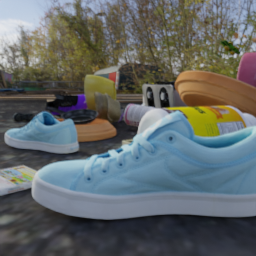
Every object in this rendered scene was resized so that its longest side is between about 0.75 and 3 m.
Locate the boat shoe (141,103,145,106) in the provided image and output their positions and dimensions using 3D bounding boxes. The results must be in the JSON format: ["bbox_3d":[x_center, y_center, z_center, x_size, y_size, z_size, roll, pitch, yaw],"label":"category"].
[{"bbox_3d":[1.298,-1.125,11.431,2.106,0.688,0.775,-30,58,-20],"label":"boat shoe"}]

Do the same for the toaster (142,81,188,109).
[{"bbox_3d":[2.083,-0.982,10.107,2.628,1.559,2.376,-8,13,-21],"label":"toaster"}]

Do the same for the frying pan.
[{"bbox_3d":[-1.697,-0.315,7.948,1.702,0.277,1.029,0,22,5],"label":"frying pan"}]

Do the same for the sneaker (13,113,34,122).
[{"bbox_3d":[-4.130,-0.436,11.201,0.544,0.363,0.949,-3,1,23],"label":"sneaker"}]

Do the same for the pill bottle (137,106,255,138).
[{"bbox_3d":[1.223,0.185,4.604,1.972,1.077,1.077,-4,9,-26],"label":"pill bottle"}]

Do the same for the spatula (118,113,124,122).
[{"bbox_3d":[-0.037,-0.484,11.302,0.145,0.399,1.411,37,27,19],"label":"spatula"}]

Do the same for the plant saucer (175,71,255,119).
[{"bbox_3d":[2.498,-0.467,7.003,2.952,0.476,2.952,27,-5,2],"label":"plant saucer"}]

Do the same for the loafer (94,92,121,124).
[{"bbox_3d":[-0.658,-0.666,9.438,0.799,0.901,2.370,-6,-6,-1],"label":"loafer"}]

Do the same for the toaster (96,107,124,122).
[{"bbox_3d":[-0.784,-0.571,11.346,0.898,0.589,0.993,6,10,34],"label":"toaster"}]

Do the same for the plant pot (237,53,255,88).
[{"bbox_3d":[5.871,-1.646,11.249,2.454,2.742,2.742,6,11,31],"label":"plant pot"}]

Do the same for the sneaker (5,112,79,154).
[{"bbox_3d":[-1.979,0.040,6.367,2.064,0.846,0.763,4,8,25],"label":"sneaker"}]

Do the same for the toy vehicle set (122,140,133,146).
[{"bbox_3d":[0.523,0.415,6.182,0.748,0.159,1.203,-7,11,-38],"label":"toy vehicle set"}]

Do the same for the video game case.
[{"bbox_3d":[-1.731,0.758,4.098,0.819,0.103,0.900,-8,11,-43],"label":"video game case"}]

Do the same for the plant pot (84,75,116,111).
[{"bbox_3d":[-0.989,-1.335,10.608,0.992,1.397,1.397,-3,8,7],"label":"plant pot"}]

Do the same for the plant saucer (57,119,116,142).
[{"bbox_3d":[-1.456,0.008,8.077,2.227,0.417,2.227,-1,9,0],"label":"plant saucer"}]

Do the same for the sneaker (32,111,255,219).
[{"bbox_3d":[0.269,0.354,3.299,2.754,1.128,1.018,0,7,-3],"label":"sneaker"}]

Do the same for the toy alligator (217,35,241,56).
[{"bbox_3d":[3.311,-2.713,9.319,0.323,0.976,0.234,-46,-5,-20],"label":"toy alligator"}]

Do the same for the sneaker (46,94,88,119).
[{"bbox_3d":[-2.452,-0.995,11.343,2.134,0.742,1.061,-16,-37,26],"label":"sneaker"}]

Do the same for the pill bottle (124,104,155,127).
[{"bbox_3d":[0.532,-0.341,8.861,1.207,0.684,0.684,11,13,31],"label":"pill bottle"}]
